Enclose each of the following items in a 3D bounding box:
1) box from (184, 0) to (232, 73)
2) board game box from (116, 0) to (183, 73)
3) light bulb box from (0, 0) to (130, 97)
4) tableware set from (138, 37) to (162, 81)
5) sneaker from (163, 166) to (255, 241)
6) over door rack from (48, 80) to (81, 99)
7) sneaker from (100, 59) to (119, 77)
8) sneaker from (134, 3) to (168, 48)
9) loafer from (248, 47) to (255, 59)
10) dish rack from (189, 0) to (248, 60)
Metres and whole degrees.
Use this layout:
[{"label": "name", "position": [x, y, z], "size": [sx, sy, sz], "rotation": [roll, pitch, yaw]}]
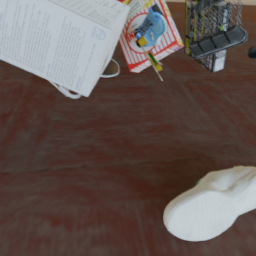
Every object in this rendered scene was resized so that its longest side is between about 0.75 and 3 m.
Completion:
[{"label": "box", "position": [2.859, -3.565, 10.402], "size": [0.542, 2.450, 1.963], "rotation": [-21, 44, -13]}, {"label": "board game box", "position": [0.556, -3.783, 10.403], "size": [2.099, 2.771, 0.642], "rotation": [-25, -8, 31]}, {"label": "light bulb box", "position": [-1.667, -2.519, 6.814], "size": [2.765, 1.725, 2.741], "rotation": [24, 32, -5]}, {"label": "tableware set", "position": [0.714, -2.193, 8.585], "size": [0.258, 1.683, 1.134], "rotation": [-32, 66, 11]}, {"label": "sneaker", "position": [1.840, 1.523, 6.289], "size": [2.876, 1.082, 1.273], "rotation": [-13, 17, -26]}, {"label": "over door rack", "position": [-2.548, -2.427, 8.663], "size": [2.913, 0.970, 2.152], "rotation": [31, 34, -36]}, {"label": "sneaker", "position": [-1.213, -2.003, 9.013], "size": [1.819, 0.662, 0.770], "rotation": [5, 1, -21]}, {"label": "sneaker", "position": [0.659, -3.069, 8.868], "size": [0.881, 1.959, 0.768], "rotation": [-25, 78, -10]}, {"label": "loafer", "position": [5.059, -2.857, 10.315], "size": [1.191, 0.434, 0.431], "rotation": [4, 58, 20]}, {"label": "dish rack", "position": [1.998, -2.443, 6.299], "size": [1.245, 0.443, 1.623], "rotation": [-10, 57, 41]}]
